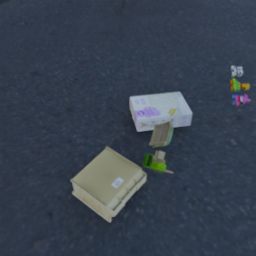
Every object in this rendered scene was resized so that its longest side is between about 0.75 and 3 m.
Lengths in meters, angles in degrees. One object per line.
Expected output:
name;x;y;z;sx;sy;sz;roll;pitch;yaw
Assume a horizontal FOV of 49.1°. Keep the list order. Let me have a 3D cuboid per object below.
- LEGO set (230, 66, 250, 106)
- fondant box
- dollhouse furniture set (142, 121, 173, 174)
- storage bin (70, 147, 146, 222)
LEGO set;4.545;-1.586;11.231;0.727;0.676;1.772;-1;67;8
fondant box;1.301;-0.706;11.607;2.246;0.654;1.620;-8;40;-7
dollhouse furniture set;1.201;0.652;9.058;0.775;1.011;1.543;22;77;-24
storage bin;-0.617;1.821;9.258;1.812;0.855;1.825;30;52;25
